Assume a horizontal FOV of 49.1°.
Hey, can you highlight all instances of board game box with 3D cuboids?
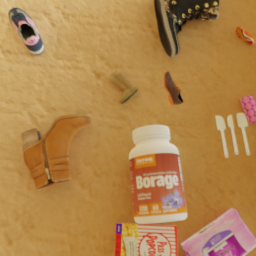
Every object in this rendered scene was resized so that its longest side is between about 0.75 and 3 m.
[{"bbox_3d":[0.514,3.539,8.200,1.827,0.423,1.384,2,73,0],"label":"board game box"}]

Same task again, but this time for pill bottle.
[{"bbox_3d":[0.810,1.362,8.296,1.521,1.521,2.711,-5,73,-2],"label":"pill bottle"}]

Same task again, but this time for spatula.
[{"bbox_3d":[3.551,0.237,9.377,1.029,0.119,1.480,-5,73,-2],"label":"spatula"}]

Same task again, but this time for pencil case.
[{"bbox_3d":[4.181,-0.633,9.505,0.442,0.428,0.944,-3,73,-30],"label":"pencil case"}]

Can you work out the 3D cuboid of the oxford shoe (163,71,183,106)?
[{"bbox_3d":[1.300,-1.151,7.983,0.396,1.092,0.389,-2,38,34],"label":"oxford shoe"}]

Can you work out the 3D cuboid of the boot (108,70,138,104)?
[{"bbox_3d":[-0.293,-1.421,9.780,1.041,0.344,0.911,42,65,10],"label":"boot"}]

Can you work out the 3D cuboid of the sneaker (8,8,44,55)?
[{"bbox_3d":[-3.771,-3.732,10.172,0.766,0.896,2.185,-34,76,-10],"label":"sneaker"}]

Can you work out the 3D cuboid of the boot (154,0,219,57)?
[{"bbox_3d":[2.188,-4.062,10.216,2.238,1.088,2.973,-8,67,-2],"label":"boot"}]

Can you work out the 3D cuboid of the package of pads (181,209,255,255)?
[{"bbox_3d":[2.643,3.364,8.089,1.957,0.740,1.179,-32,76,-9],"label":"package of pads"}]

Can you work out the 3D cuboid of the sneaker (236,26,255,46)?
[{"bbox_3d":[4.378,-3.438,10.438,0.353,0.334,0.916,-35,80,-31],"label":"sneaker"}]

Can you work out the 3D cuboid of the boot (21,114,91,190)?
[{"bbox_3d":[-2.072,0.719,8.856,2.463,0.907,1.905,-22,74,5],"label":"boot"}]
